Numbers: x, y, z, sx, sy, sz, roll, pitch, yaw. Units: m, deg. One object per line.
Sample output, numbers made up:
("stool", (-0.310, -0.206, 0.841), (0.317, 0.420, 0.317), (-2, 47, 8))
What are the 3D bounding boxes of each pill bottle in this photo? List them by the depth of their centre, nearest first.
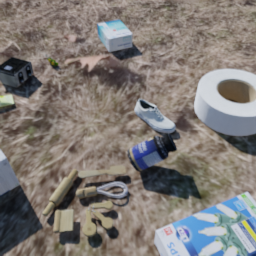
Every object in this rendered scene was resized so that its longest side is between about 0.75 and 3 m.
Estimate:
("pill bottle", (0.801, 0.776, 9.243), (1.505, 0.842, 0.842), (-28, 45, 13))

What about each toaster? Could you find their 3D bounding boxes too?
("toaster", (-5.285, -2.604, 12.957), (1.358, 0.806, 1.228), (17, 48, 16))

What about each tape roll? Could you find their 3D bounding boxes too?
("tape roll", (4.261, -1.097, 11.297), (3.034, 1.061, 3.034), (0, 45, 0))

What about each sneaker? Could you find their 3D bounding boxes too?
("sneaker", (1.007, -0.476, 10.954), (1.942, 0.687, 0.709), (32, 54, 28))

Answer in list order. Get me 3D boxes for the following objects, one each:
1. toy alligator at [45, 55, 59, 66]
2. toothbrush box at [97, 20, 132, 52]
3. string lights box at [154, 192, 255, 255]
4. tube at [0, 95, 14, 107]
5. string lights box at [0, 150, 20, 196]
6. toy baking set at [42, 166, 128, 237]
("toy alligator", (-3.842, -3.317, 13.992), (1.026, 0.247, 0.340), (39, 23, 24))
("toothbrush box", (-0.748, -5.078, 15.378), (1.382, 0.805, 1.888), (-16, 49, -15))
("string lights box", (2.336, 2.999, 7.419), (2.938, 0.866, 1.510), (-17, 48, -16))
("tube", (-5.782, -1.016, 11.679), (1.865, 0.484, 0.541), (-14, 86, -20))
("string lights box", (-4.807, 1.822, 8.180), (2.798, 1.438, 0.825), (-32, 54, -27))
("toy baking set", (-1.220, 2.142, 8.706), (2.140, 0.324, 2.789), (16, 48, 12))
